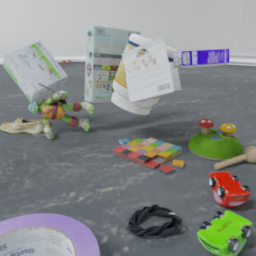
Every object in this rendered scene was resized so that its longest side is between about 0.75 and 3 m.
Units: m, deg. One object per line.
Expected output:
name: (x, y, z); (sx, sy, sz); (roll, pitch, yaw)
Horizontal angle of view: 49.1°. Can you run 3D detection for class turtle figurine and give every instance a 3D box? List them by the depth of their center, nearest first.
turtle figurine: (-2.606, -0.458, 11.065); (2.447, 1.816, 2.524); (5, -9, -25)

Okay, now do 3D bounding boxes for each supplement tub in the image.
supplement tub: (0.515, -1.941, 10.364); (1.843, 2.553, 1.843); (20, 20, -7)

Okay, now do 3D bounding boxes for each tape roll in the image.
tape roll: (-1.614, 2.370, 4.400); (2.353, 0.772, 2.353); (0, 20, 0)

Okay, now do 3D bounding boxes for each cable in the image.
cable: (0.525, 2.014, 6.143); (1.212, 0.308, 0.989); (-6, 20, -15)

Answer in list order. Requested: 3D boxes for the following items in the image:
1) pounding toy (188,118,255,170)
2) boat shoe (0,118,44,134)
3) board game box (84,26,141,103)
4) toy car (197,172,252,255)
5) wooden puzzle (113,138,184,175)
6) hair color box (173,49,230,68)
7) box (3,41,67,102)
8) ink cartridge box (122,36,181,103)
pounding toy: (3.207, 0.341, 9.716); (1.879, 1.130, 2.434); (-5, 19, -15)
boat shoe: (-4.499, -0.140, 11.886); (1.916, 0.622, 0.691); (4, 19, 10)
board game box: (-0.655, -2.568, 11.735); (2.187, 2.965, 0.953); (-3, 12, -30)
toy car: (2.369, 1.958, 5.844); (2.622, 0.621, 2.786); (-16, 24, -38)
wooden puzzle: (0.712, 0.809, 9.767); (2.976, 0.209, 1.765); (16, 24, 38)
hair color box: (1.823, -1.744, 7.052); (1.233, 0.400, 0.674); (-6, 9, -8)
box: (-3.770, -2.315, 11.407); (1.685, 1.910, 0.923); (-39, 0, -32)
ink cartridge box: (0.669, -1.746, 8.725); (0.411, 1.638, 1.887); (-10, 1, -43)
